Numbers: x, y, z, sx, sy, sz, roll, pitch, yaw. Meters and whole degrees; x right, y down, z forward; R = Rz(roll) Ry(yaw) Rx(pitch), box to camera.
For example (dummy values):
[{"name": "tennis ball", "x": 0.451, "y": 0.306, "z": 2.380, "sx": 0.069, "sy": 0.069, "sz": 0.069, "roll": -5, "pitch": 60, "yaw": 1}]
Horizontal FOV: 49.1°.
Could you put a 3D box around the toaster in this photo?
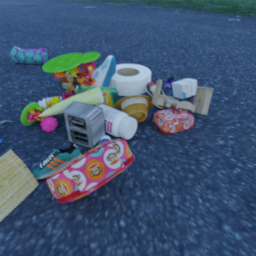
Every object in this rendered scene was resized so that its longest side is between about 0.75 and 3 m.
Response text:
[{"name": "toaster", "x": -1.605, "y": -0.111, "z": 10.616, "sx": 1.573, "sy": 1.423, "sz": 0.934, "roll": 15, "pitch": 38, "yaw": 23}]

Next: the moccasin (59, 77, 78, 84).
[{"name": "moccasin", "x": -3.204, "y": -2.648, "z": 15.328, "sx": 1.179, "sy": 0.455, "sz": 0.431, "roll": 3, "pitch": 66, "yaw": -4}]

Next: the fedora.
[{"name": "fedora", "x": 0.295, "y": -0.691, "z": 11.623, "sx": 1.835, "sy": 1.835, "sz": 0.748, "roll": -3, "pitch": 69, "yaw": -5}]

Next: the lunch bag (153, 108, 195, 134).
[{"name": "lunch bag", "x": 1.847, "y": -0.393, "z": 11.709, "sx": 1.525, "sy": 0.625, "sz": 1.343, "roll": -11, "pitch": 36, "yaw": -20}]

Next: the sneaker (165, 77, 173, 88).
[{"name": "sneaker", "x": 2.226, "y": -2.510, "z": 15.170, "sx": 0.305, "sy": 0.437, "sz": 0.878, "roll": 15, "pitch": 35, "yaw": 21}]

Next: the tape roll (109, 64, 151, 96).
[{"name": "tape roll", "x": -0.020, "y": -2.584, "z": 14.902, "sx": 2.457, "sy": 0.859, "sz": 2.457, "roll": 1, "pitch": 33, "yaw": 0}]

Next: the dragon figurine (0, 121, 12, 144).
[{"name": "dragon figurine", "x": -5.163, "y": 0.305, "z": 10.694, "sx": 0.583, "sy": 0.985, "sz": 1.981, "roll": 2, "pitch": 14, "yaw": 6}]

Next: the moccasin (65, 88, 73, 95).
[{"name": "moccasin", "x": -3.009, "y": -1.803, "z": 14.212, "sx": 0.325, "sy": 0.308, "sz": 0.841, "roll": -22, "pitch": 41, "yaw": -14}]

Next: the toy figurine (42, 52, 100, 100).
[{"name": "toy figurine", "x": -2.216, "y": -1.983, "z": 12.587, "sx": 2.514, "sy": 2.314, "sz": 1.888, "roll": -12, "pitch": 34, "yaw": 3}]

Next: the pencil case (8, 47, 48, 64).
[{"name": "pencil case", "x": -6.293, "y": -4.620, "z": 17.836, "sx": 2.293, "sy": 1.060, "sz": 0.976, "roll": 5, "pitch": 38, "yaw": 7}]

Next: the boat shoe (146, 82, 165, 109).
[{"name": "boat shoe", "x": 1.379, "y": -1.715, "z": 13.490, "sx": 0.659, "sy": 0.580, "sz": 1.853, "roll": 5, "pitch": 40, "yaw": -23}]

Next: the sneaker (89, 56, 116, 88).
[{"name": "sneaker", "x": -1.241, "y": -2.710, "z": 13.697, "sx": 0.935, "sy": 0.885, "sz": 2.314, "roll": 7, "pitch": 54, "yaw": 21}]

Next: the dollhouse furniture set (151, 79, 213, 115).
[{"name": "dollhouse furniture set", "x": 2.082, "y": -1.390, "z": 11.889, "sx": 2.585, "sy": 1.145, "sz": 1.340, "roll": 8, "pitch": 8, "yaw": -28}]

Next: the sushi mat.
[{"name": "sushi mat", "x": -3.801, "y": 1.943, "z": 7.536, "sx": 0.179, "sy": 1.415, "sz": 2.957, "roll": -22, "pitch": 17, "yaw": 38}]

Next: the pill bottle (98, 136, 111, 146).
[{"name": "pill bottle", "x": -0.831, "y": 0.679, "z": 10.176, "sx": 0.499, "sy": 0.499, "sz": 0.863, "roll": -2, "pitch": 32, "yaw": -3}]

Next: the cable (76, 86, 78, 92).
[{"name": "cable", "x": -2.074, "y": -1.784, "z": 13.862, "sx": 1.061, "sy": 0.367, "sz": 1.061, "roll": 0, "pitch": 23, "yaw": -39}]

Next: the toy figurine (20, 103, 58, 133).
[{"name": "toy figurine", "x": -3.461, "y": -0.314, "z": 11.624, "sx": 1.303, "sy": 1.063, "sz": 1.415, "roll": 28, "pitch": 16, "yaw": 16}]

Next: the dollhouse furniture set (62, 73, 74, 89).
[{"name": "dollhouse furniture set", "x": -3.192, "y": -2.673, "z": 14.979, "sx": 0.478, "sy": 0.559, "sz": 1.079, "roll": 4, "pitch": 56, "yaw": 2}]

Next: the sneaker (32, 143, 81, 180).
[{"name": "sneaker", "x": -2.404, "y": 1.050, "z": 9.163, "sx": 1.704, "sy": 0.681, "sz": 0.608, "roll": -27, "pitch": 17, "yaw": -12}]

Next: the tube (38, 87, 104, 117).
[{"name": "tube", "x": -2.326, "y": -0.957, "z": 11.395, "sx": 2.625, "sy": 0.762, "sz": 0.682, "roll": -18, "pitch": 62, "yaw": 2}]

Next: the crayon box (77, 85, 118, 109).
[{"name": "crayon box", "x": -1.401, "y": -1.257, "z": 12.359, "sx": 1.749, "sy": 1.039, "sz": 0.509, "roll": 0, "pitch": 34, "yaw": -24}]

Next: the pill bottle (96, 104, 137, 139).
[{"name": "pill bottle", "x": -0.594, "y": -0.238, "z": 11.142, "sx": 1.773, "sy": 1.005, "sz": 1.005, "roll": 22, "pitch": 39, "yaw": 30}]

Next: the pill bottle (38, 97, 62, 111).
[{"name": "pill bottle", "x": -3.550, "y": -1.093, "z": 12.860, "sx": 1.050, "sy": 0.574, "sz": 0.574, "roll": -11, "pitch": 35, "yaw": -16}]

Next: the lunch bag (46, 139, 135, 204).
[{"name": "lunch bag", "x": -1.175, "y": 1.233, "z": 8.181, "sx": 2.407, "sy": 0.986, "sz": 2.120, "roll": -28, "pitch": 0, "yaw": -26}]

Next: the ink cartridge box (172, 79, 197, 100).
[{"name": "ink cartridge box", "x": 2.822, "y": -1.958, "z": 13.939, "sx": 1.011, "sy": 0.744, "sz": 0.731, "roll": -20, "pitch": 25, "yaw": -28}]
